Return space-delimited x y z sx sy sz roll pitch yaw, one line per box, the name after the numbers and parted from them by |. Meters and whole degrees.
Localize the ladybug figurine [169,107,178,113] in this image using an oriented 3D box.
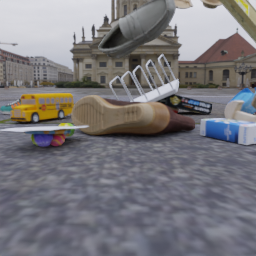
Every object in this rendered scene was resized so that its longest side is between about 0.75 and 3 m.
2.038 -0.834 13.203 0.554 0.294 0.816 10 4 -29 | ladybug figurine

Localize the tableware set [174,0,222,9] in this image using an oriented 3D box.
2.026 -4.346 9.182 2.216 0.257 1.851 -5 46 -15 | tableware set

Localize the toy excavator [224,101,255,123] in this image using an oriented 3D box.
4.009 -0.391 7.606 1.117 2.237 2.175 -4 53 -44 | toy excavator

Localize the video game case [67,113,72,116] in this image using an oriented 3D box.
-2.084 -0.616 12.425 1.230 0.141 1.119 -5 9 -37 | video game case

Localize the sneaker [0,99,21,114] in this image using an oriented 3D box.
-4.922 -1.018 12.877 1.987 0.794 0.709 1 8 8 | sneaker

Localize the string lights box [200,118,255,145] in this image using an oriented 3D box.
2.460 0.059 6.574 0.729 0.418 1.419 -4 9 -28 | string lights box

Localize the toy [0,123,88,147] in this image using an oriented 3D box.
-1.635 0.160 5.890 1.052 0.431 1.827 -1 5 13 | toy

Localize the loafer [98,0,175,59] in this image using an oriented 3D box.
0.188 -2.968 8.451 0.985 0.987 2.823 -7 -16 -44 | loafer

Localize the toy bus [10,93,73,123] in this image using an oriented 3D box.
-3.126 -0.776 10.440 0.824 0.991 2.531 4 9 27 | toy bus

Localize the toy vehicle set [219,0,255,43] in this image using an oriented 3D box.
1.785 -1.974 4.520 0.164 1.241 0.771 -37 17 41 | toy vehicle set

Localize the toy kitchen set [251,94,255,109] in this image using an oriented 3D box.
4.861 -0.389 9.135 1.350 1.493 1.655 5 -31 9 | toy kitchen set

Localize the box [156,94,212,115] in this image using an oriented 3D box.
2.484 -1.174 13.241 2.323 0.534 1.846 11 4 -18 | box

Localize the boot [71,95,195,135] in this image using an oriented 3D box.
0.108 -0.198 7.723 2.844 1.029 2.366 4 -4 40 | boot

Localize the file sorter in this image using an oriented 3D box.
0.729 -1.943 12.304 2.521 1.570 1.749 -23 16 22 | file sorter

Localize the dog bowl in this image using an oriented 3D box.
4.840 -1.012 11.633 0.563 1.267 2.273 42 10 -1 | dog bowl
